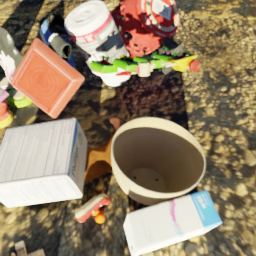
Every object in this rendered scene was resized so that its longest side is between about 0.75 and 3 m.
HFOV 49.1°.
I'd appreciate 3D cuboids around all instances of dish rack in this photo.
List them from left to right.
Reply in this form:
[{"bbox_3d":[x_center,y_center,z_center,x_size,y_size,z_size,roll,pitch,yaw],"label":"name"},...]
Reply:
[{"bbox_3d":[-0.644,-5.855,16.766,2.005,0.547,1.538,25,51,22],"label":"dish rack"}]

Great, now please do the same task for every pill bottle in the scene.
[{"bbox_3d":[-0.947,-2.974,10.400,1.625,2.936,1.625,-13,51,17],"label":"pill bottle"}]

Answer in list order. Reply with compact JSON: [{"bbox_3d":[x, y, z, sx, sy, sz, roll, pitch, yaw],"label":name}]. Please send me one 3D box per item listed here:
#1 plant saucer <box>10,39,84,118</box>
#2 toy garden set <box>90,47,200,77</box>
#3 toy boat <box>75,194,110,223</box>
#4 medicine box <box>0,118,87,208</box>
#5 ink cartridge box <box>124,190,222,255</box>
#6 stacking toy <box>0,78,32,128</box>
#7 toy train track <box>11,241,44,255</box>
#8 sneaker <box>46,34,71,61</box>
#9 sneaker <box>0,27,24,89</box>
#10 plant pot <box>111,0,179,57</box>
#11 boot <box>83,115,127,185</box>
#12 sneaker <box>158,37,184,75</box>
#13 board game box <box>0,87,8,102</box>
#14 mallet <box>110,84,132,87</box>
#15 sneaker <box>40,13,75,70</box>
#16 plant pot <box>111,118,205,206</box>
[{"bbox_3d":[-2.595,-1.419,8.618,1.856,1.853,0.341,39,27,-8],"label":"plant saucer"},{"bbox_3d":[0.489,-1.962,8.076,2.674,0.534,2.229,-11,24,-21],"label":"toy garden set"},{"bbox_3d":[-1.016,2.632,8.788,1.170,0.763,0.765,-36,87,-29],"label":"toy boat"},{"bbox_3d":[-2.860,1.133,9.309,2.627,1.352,2.393,-9,46,7],"label":"medicine box"},{"bbox_3d":[1.114,2.704,7.834,2.335,1.688,0.988,-14,63,-13],"label":"ink cartridge box"},{"bbox_3d":[-5.770,-1.571,12.270,2.879,1.216,2.606,27,53,23],"label":"stacking toy"},{"bbox_3d":[-2.796,4.016,7.640,1.151,0.327,2.007,-20,50,-17],"label":"toy train track"},{"bbox_3d":[-2.257,-2.084,8.646,0.743,1.498,0.529,32,15,28],"label":"sneaker"},{"bbox_3d":[-3.948,-2.354,9.355,0.894,2.226,0.961,-31,38,-23],"label":"sneaker"},{"bbox_3d":[0.740,-4.513,12.005,2.493,2.493,2.270,-39,18,-30],"label":"plant pot"},{"bbox_3d":[-1.041,0.752,10.591,2.573,0.881,2.423,-22,58,-10],"label":"boot"},{"bbox_3d":[1.552,-2.790,10.762,0.731,1.924,0.873,-40,77,-16],"label":"sneaker"},{"bbox_3d":[-5.381,-1.113,10.727,0.799,0.215,1.332,43,73,5],"label":"board game box"},{"bbox_3d":[-0.360,-2.103,13.501,1.064,0.219,0.350,4,43,-3],"label":"mallet"},{"bbox_3d":[-2.572,-3.278,10.872,0.913,1.323,2.378,-19,82,-39],"label":"sneaker"},{"bbox_3d":[0.768,1.342,8.942,2.838,1.906,2.838,6,46,-6],"label":"plant pot"}]
